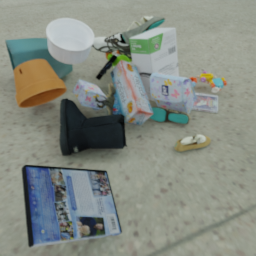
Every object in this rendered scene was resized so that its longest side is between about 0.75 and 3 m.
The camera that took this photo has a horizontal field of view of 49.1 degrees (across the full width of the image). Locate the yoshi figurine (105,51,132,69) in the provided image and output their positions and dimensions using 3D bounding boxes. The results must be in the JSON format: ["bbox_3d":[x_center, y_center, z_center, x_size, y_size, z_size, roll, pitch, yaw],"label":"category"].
[{"bbox_3d":[-0.408,-3.347,13.808,1.296,1.291,2.305,-35,43,12],"label":"yoshi figurine"}]

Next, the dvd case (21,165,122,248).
[{"bbox_3d":[-1.255,1.746,6.579,2.415,0.212,1.723,13,50,-44],"label":"dvd case"}]

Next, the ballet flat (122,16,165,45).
[{"bbox_3d":[0.696,-4.689,12.856,2.405,0.811,0.766,-39,95,-21],"label":"ballet flat"}]

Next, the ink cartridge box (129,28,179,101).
[{"bbox_3d":[1.213,-2.767,12.177,1.127,2.674,1.953,17,38,40],"label":"ink cartridge box"}]

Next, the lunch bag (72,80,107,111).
[{"bbox_3d":[-1.406,-1.245,11.060,1.242,0.790,1.053,10,29,-42],"label":"lunch bag"}]

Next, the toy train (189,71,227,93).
[{"bbox_3d":[3.532,-1.966,12.889,1.417,0.525,1.887,-39,46,-25],"label":"toy train"}]

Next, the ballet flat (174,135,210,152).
[{"bbox_3d":[2.308,0.479,9.779,1.453,0.458,0.499,-15,47,-19],"label":"ballet flat"}]

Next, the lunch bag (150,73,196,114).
[{"bbox_3d":[1.707,-1.419,11.008,1.475,1.740,1.106,17,67,31],"label":"lunch bag"}]

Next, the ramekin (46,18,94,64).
[{"bbox_3d":[-2.454,-3.599,11.797,1.955,0.953,1.955,8,56,-12],"label":"ramekin"}]

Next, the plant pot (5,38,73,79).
[{"bbox_3d":[-4.177,-3.257,13.500,2.687,1.899,1.898,-18,40,-21],"label":"plant pot"}]

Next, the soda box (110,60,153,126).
[{"bbox_3d":[0.101,-1.394,11.022,0.817,0.879,2.570,10,51,-38],"label":"soda box"}]

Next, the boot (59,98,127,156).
[{"bbox_3d":[-1.268,-0.161,10.136,2.280,1.036,2.713,-8,43,-6],"label":"boot"}]

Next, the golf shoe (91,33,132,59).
[{"bbox_3d":[-0.686,-4.207,13.578,2.430,1.148,0.945,13,54,5],"label":"golf shoe"}]

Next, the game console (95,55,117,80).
[{"bbox_3d":[-0.935,-2.643,12.182,0.271,1.326,2.248,38,4,-13],"label":"game console"}]

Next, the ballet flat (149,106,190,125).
[{"bbox_3d":[1.554,-0.507,11.084,1.811,0.614,0.682,11,17,11],"label":"ballet flat"}]

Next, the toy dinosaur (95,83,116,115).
[{"bbox_3d":[-0.811,-0.905,10.319,0.750,1.701,0.404,4,47,2],"label":"toy dinosaur"}]

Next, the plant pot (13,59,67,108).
[{"bbox_3d":[-3.653,-1.822,11.231,2.004,1.403,2.004,-22,-1,0],"label":"plant pot"}]

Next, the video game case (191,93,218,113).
[{"bbox_3d":[3.276,-1.113,12.151,1.188,0.150,1.304,9,38,12],"label":"video game case"}]

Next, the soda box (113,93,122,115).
[{"bbox_3d":[-0.496,-1.188,11.895,0.529,0.500,1.560,-7,38,7],"label":"soda box"}]
